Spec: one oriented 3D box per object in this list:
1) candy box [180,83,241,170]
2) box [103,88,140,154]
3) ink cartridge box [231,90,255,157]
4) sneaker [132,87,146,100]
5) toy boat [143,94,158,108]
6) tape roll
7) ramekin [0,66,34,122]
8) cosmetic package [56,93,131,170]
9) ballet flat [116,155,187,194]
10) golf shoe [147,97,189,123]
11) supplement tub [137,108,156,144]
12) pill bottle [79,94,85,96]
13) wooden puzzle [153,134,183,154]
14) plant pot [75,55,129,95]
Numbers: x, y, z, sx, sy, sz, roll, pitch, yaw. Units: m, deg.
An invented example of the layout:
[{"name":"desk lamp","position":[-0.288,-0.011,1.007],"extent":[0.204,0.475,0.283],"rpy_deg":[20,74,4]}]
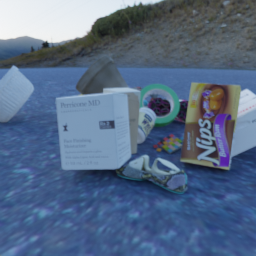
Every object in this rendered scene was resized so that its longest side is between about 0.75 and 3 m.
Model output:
[{"name":"candy box","position":[2.325,-0.060,7.920],"extent":[1.340,2.296,0.648],"rpy_deg":[9,-2,23]},{"name":"box","position":[-0.248,-0.205,8.882],"extent":[0.969,2.040,0.793],"rpy_deg":[-8,19,-33]},{"name":"ink cartridge box","position":[3.600,-0.199,9.327],"extent":[1.885,1.098,2.604],"rpy_deg":[-29,9,18]},{"name":"sneaker","position":[0.343,-1.879,16.050],"extent":[0.993,0.935,2.426],"rpy_deg":[-44,31,-26]},{"name":"toy boat","position":[0.589,-1.409,14.751],"extent":[2.474,1.150,2.079],"rpy_deg":[-11,19,-33]},{"name":"tape roll","position":[1.239,-0.958,11.869],"extent":[1.832,1.832,0.440],"rpy_deg":[-2,-21,-7]},{"name":"ramekin","position":[-5.443,-1.423,12.657],"extent":[1.319,2.514,2.514],"rpy_deg":[42,-1,-24]},{"name":"cosmetic package","position":[-0.851,0.055,7.527],"extent":[1.531,1.857,1.532],"rpy_deg":[-4,5,13]},{"name":"ballet flat","position":[0.576,1.055,7.052],"extent":[1.995,0.718,0.718],"rpy_deg":[10,19,33]},{"name":"golf shoe","position":[2.251,-0.836,12.810],"extent":[2.709,0.983,1.247],"rpy_deg":[14,5,5]},{"name":"supplement tub","position":[0.439,-0.101,10.096],"extent":[0.846,0.846,1.167],"rpy_deg":[10,48,31]},{"name":"pill bottle","position":[-2.060,-0.745,12.212],"extent":[1.284,1.284,2.247],"rpy_deg":[3,17,11]},{"name":"wooden puzzle","position":[1.419,0.534,9.343],"extent":[1.121,0.079,0.665],"rpy_deg":[-28,41,-23]},{"name":"plant pot","position":[-0.935,-1.766,11.968],"extent":[1.748,2.014,2.014],"rpy_deg":[45,22,0]}]
